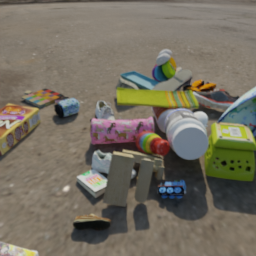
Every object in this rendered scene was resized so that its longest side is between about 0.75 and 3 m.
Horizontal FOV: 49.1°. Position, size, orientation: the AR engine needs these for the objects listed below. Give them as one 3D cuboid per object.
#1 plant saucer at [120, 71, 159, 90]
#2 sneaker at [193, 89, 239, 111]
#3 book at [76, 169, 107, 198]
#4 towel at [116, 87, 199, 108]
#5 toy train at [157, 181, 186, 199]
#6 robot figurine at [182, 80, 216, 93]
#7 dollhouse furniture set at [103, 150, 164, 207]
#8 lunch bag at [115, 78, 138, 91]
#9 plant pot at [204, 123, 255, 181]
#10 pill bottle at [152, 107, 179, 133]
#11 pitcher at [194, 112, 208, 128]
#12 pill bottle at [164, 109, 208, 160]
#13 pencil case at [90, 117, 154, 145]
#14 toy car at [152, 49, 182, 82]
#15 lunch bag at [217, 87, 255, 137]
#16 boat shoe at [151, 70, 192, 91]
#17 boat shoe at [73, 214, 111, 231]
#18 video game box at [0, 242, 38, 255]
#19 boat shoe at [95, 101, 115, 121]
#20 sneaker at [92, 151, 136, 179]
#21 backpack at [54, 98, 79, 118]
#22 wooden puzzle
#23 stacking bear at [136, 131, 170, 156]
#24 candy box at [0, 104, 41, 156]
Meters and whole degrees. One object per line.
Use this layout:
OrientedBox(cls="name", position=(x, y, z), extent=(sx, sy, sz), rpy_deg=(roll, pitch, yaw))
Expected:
OrientedBox(cls="plant saucer", position=(0.756, -2.417, 14.710), extent=(1.003, 0.272, 2.869), rpy_deg=(-20, 37, -30))
OrientedBox(cls="sneaker", position=(3.783, -1.308, 12.051), extent=(1.995, 0.769, 0.817), rpy_deg=(19, 78, 15))
OrientedBox(cls="book", position=(-0.966, 1.565, 8.056), extent=(0.622, 0.224, 0.932), rpy_deg=(-23, 35, -36))
OrientedBox(cls="towel", position=(1.062, -1.136, 10.482), extent=(2.982, 0.269, 1.283), rpy_deg=(2, 29, -5))
OrientedBox(cls="toy train", position=(1.185, 1.663, 7.604), extent=(0.779, 0.338, 0.445), rpy_deg=(-6, 37, 24))
OrientedBox(cls="robot figurine", position=(3.426, -1.824, 13.432), extent=(1.323, 0.531, 1.824), rpy_deg=(23, 37, 34))
OrientedBox(cls="dollhouse furniture set", position=(0.185, 1.434, 8.084), extent=(1.530, 1.311, 1.609), rpy_deg=(11, 1, -2))
OrientedBox(cls="lunch bag", position=(0.029, -1.790, 13.081), extent=(1.099, 0.646, 0.901), rpy_deg=(20, 19, -16))
OrientedBox(cls="plant pot", position=(3.123, 0.637, 8.557), extent=(1.397, 1.274, 1.404), rpy_deg=(5, 30, 10))
OrientedBox(cls="pill bottle", position=(1.489, -0.635, 10.952), extent=(1.009, 1.009, 1.799), rpy_deg=(-3, 31, -5))
OrientedBox(cls="pitcher", position=(2.630, -0.070, 10.434), extent=(0.937, 0.662, 1.092), rpy_deg=(29, 51, 25))
OrientedBox(cls="pill bottle", position=(1.820, 0.168, 8.932), extent=(1.199, 1.199, 2.108), rpy_deg=(1, 16, 2))
OrientedBox(cls="pencil case", position=(-0.188, 0.089, 9.818), extent=(2.282, 0.945, 0.987), rpy_deg=(-2, 53, -4))
OrientedBox(cls="toy car", position=(1.928, -3.088, 14.874), extent=(1.424, 1.662, 1.899), rpy_deg=(-26, 21, 26))
OrientedBox(cls="lunch bag", position=(4.312, -0.606, 9.598), extent=(1.414, 2.220, 1.887), rpy_deg=(41, 45, 18))
OrientedBox(cls="boat shoe", position=(2.003, -1.802, 13.088), extent=(2.377, 0.745, 0.863), rpy_deg=(-34, 52, -9))
OrientedBox(cls="boat shoe", position=(-0.872, 2.239, 6.773), extent=(0.902, 0.341, 0.333), rpy_deg=(1, 28, 1))
OrientedBox(cls="video game box", position=(-3.033, 3.063, 5.174), extent=(1.922, 0.494, 2.110), rpy_deg=(5, 31, 19))
OrientedBox(cls="boat shoe", position=(-0.881, -0.611, 11.091), extent=(0.677, 0.781, 1.833), rpy_deg=(-4, 30, -16))
OrientedBox(cls="sneaker", position=(-0.469, 1.135, 8.386), extent=(1.496, 0.600, 0.526), rpy_deg=(16, 32, 22))
OrientedBox(cls="backpack", position=(-2.501, -0.851, 11.734), extent=(0.958, 0.736, 0.781), rpy_deg=(-4, 30, -34))
OrientedBox(cls="wooden puzzle", position=(-3.965, -1.406, 13.083), extent=(2.312, 0.162, 1.371), rpy_deg=(22, 37, 32))
OrientedBox(cls="stacking bear", position=(0.830, 0.536, 8.737), extent=(0.705, 0.753, 1.240), rpy_deg=(20, -2, -30))
OrientedBox(cls="candy box", position=(-4.478, -0.024, 10.260), extent=(1.403, 0.679, 2.405), rpy_deg=(9, 34, 14))
